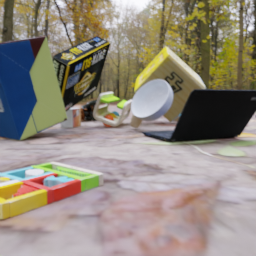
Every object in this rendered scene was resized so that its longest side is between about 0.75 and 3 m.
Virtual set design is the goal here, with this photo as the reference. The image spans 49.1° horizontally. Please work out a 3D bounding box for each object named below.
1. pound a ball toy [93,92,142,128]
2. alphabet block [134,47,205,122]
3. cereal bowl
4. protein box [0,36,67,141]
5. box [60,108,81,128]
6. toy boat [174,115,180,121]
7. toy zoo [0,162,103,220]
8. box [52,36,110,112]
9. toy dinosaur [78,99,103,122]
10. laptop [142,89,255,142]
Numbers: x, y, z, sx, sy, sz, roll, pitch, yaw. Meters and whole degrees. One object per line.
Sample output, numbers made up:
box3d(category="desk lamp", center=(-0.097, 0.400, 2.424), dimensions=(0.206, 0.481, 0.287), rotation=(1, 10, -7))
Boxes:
box3d(category="pound a ball toy", center=(-0.296, -0.574, 11.797), dimensions=(1.923, 1.253, 2.950), rotation=(21, 12, 3))
box3d(category="alphabet block", center=(1.830, -2.007, 12.719), dimensions=(2.232, 2.192, 2.180), rotation=(39, 20, -12))
box3d(category="cereal bowl", center=(0.898, -0.860, 9.668), dimensions=(1.563, 1.563, 0.651), rotation=(6, -25, 47))
box3d(category="protein box", center=(-3.611, -1.201, 8.526), dimensions=(2.600, 2.581, 1.754), rotation=(5, 24, 39))
box3d(category="box", center=(-2.324, -0.412, 11.381), dimensions=(0.529, 0.758, 0.995), rotation=(1, 7, 9))
box3d(category="toy boat", center=(2.630, -0.668, 14.873), dimensions=(1.005, 0.556, 1.196), rotation=(-1, 6, -7))
box3d(category="toy zoo", center=(-1.261, 0.710, 3.402), dimensions=(1.094, 0.171, 1.668), rotation=(5, 8, 37))
box3d(category="box", center=(-1.778, -1.874, 10.001), dimensions=(0.676, 2.187, 2.739), rotation=(29, 38, 10))
box3d(category="toy dinosaur", center=(-1.991, -0.710, 14.137), dimensions=(1.769, 1.331, 2.607), rotation=(-13, 23, 8))
box3d(category="laptop", center=(2.000, -0.360, 7.943), dimensions=(2.363, 1.377, 2.666), rotation=(-2, 6, -22))
